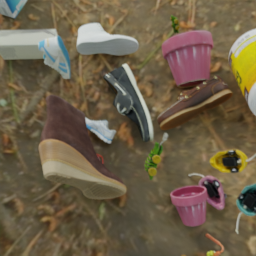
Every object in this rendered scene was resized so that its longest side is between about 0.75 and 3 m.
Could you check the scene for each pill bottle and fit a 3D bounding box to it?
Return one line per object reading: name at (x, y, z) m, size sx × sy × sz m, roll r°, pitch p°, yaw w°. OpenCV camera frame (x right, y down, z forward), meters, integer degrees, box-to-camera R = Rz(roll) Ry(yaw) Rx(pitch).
pill bottle at (3.772, -1.297, 7.351) m, size 1.603 × 1.603 × 2.934 m, roll 1°, pitch 43°, yaw 0°

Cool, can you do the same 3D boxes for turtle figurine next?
turtle figurine at (2.207, 3.743, 6.512) m, size 1.757 × 0.702 × 2.179 m, roll -41°, pitch 48°, yaw -7°

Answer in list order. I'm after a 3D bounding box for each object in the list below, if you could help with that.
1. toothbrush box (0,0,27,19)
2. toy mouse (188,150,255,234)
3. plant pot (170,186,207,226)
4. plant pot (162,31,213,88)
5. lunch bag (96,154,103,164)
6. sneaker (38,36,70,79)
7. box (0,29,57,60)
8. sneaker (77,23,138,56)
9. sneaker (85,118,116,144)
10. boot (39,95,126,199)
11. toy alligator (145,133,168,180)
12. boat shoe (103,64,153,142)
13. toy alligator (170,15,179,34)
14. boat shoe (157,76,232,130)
toothbrush box at (-3.893, -4.619, 9.408) m, size 0.603 × 1.036 × 1.415 m, roll 21°, pitch 72°, yaw 8°
toy mouse at (2.605, 1.558, 6.974) m, size 0.445 × 2.300 × 2.044 m, roll -11°, pitch 87°, yaw -43°
plant pot at (1.599, 1.990, 7.108) m, size 0.902 × 0.902 × 0.808 m, roll -13°, pitch 93°, yaw -5°
plant pot at (1.816, -1.953, 8.305) m, size 1.483 × 1.483 × 1.327 m, roll -8°, pitch 87°, yaw -3°
lunch bag at (-1.014, 1.023, 7.746) m, size 0.722 × 0.336 × 0.820 m, roll -29°, pitch 74°, yaw -14°
sneaker at (-2.077, -1.996, 8.145) m, size 0.647 × 1.603 × 0.613 m, roll -10°, pitch 62°, yaw 1°
box at (-3.128, -2.627, 8.845) m, size 1.829 × 0.752 × 0.625 m, roll -1°, pitch 68°, yaw -2°
sneaker at (-0.664, -2.899, 8.907) m, size 1.916 × 0.706 × 1.107 m, roll -1°, pitch 54°, yaw -9°
sneaker at (-0.847, -0.064, 8.002) m, size 1.152 × 0.432 × 0.499 m, roll 35°, pitch 95°, yaw 5°
boot at (-1.038, 0.520, 7.116) m, size 0.959 × 2.651 × 2.205 m, roll -28°, pitch 50°, yaw 27°
toy alligator at (0.663, 0.718, 7.209) m, size 0.316 × 0.435 × 1.313 m, roll 16°, pitch 98°, yaw -8°
boat shoe at (0.029, -0.647, 8.038) m, size 0.875 × 0.929 × 2.588 m, roll -21°, pitch 64°, yaw -6°
toy alligator at (1.494, -3.160, 8.736) m, size 0.203 × 0.847 × 0.281 m, roll -32°, pitch 50°, yaw -7°
boat shoe at (1.803, -0.724, 8.063) m, size 2.246 × 0.791 × 0.790 m, roll -27°, pitch 67°, yaw 0°
